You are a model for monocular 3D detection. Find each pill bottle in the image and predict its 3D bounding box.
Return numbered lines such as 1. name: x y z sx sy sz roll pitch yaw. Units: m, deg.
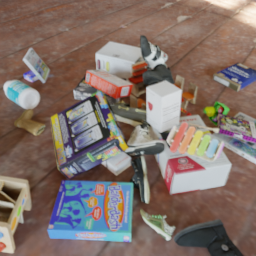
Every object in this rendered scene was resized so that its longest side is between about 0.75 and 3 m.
1. pill bottle: -5.021 -1.606 13.017 1.777 0.984 0.984 28 47 29

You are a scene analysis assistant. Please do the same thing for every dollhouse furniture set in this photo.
1. dollhouse furniture set: 1.258 -1.754 12.780 2.931 1.510 2.899 -25 46 -27

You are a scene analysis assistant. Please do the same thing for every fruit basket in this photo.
1. fruit basket: 3.694 -0.635 11.922 0.959 0.959 0.691 -15 42 -18

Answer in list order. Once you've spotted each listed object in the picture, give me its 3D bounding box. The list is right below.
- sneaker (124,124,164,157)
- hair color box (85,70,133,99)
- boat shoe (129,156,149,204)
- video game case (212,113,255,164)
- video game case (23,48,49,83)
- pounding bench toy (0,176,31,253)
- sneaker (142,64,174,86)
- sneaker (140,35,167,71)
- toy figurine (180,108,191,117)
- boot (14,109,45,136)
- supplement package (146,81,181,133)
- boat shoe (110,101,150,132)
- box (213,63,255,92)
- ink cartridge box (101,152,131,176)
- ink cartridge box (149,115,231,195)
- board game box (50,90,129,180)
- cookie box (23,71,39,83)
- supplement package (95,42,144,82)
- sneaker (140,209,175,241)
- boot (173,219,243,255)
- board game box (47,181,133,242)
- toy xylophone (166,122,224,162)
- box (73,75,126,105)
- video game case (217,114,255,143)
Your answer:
1. sneaker: 0.566 0.337 9.846 0.766 2.031 1.168 19 72 -28
2. hair color box: -0.898 -2.035 12.781 2.014 0.617 1.022 31 30 30
3. boat shoe: 0.339 1.718 9.317 0.605 0.682 1.824 -10 48 6
4. video game case: 4.830 0.337 11.267 2.255 0.267 2.052 -31 49 -33
5. video game case: -4.691 -3.219 14.418 0.179 1.478 1.624 -30 32 13
6. pounding bench toy: -4.088 2.369 7.757 2.189 1.360 1.708 9 40 -2
7. sneaker: 1.360 -2.531 13.202 0.867 1.036 2.283 -11 -4 34
8. sneaker: 1.262 -3.575 13.459 1.146 2.590 0.960 -7 67 16
9. toy figurine: 1.576 -0.562 11.379 1.791 1.073 0.945 31 11 -12
10. boot: -4.012 -0.231 11.861 1.244 0.411 1.089 18 56 22
11. supplement package: 1.231 -0.752 9.872 0.876 1.462 0.887 -23 41 -24
12. boat shoe: -0.091 -0.626 11.573 2.723 0.973 0.814 22 87 33
13. box: 5.959 -2.818 14.934 2.560 0.415 1.551 -26 47 -30
14. ink cartridge box: -0.509 1.135 10.164 0.755 0.443 1.031 -32 51 -33
15. ink cartridge box: 2.036 0.837 9.985 1.976 1.123 2.712 -8 41 -9
16. board game box: -1.554 0.156 10.431 2.400 0.823 2.904 -29 43 4
17. cookie box: -5.050 -2.815 14.994 0.685 0.301 0.801 25 46 27
18. supplement package: -0.366 -3.557 15.109 2.237 1.240 1.742 17 43 17
19. sneaker: 0.860 2.679 8.086 1.183 0.455 0.524 38 83 12
20. boot: 2.279 3.464 7.327 1.561 0.622 1.894 -13 46 -13
21. board game box: -1.036 2.469 8.507 2.337 0.526 1.777 2 40 2
22. toy xylophone: 2.174 0.375 8.970 1.769 0.444 1.295 11 65 24
23. box: -1.344 -1.908 13.715 2.163 0.538 1.705 11 42 12
24. video game case: 4.254 -0.006 10.996 1.447 0.259 1.311 16 32 8
